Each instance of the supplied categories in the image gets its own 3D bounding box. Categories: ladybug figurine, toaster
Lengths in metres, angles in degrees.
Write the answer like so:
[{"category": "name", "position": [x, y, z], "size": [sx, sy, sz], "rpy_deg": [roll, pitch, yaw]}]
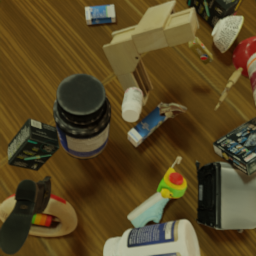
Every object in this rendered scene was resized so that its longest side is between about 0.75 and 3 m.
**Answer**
[{"category": "ladybug figurine", "position": [-2.952, 2.787, 9.325], "size": [2.593, 1.760, 0.933], "rpy_deg": [20, 32, -17]}, {"category": "toaster", "position": [3.127, 2.145, 9.230], "size": [1.373, 2.092, 2.314], "rpy_deg": [5, 76, -3]}]

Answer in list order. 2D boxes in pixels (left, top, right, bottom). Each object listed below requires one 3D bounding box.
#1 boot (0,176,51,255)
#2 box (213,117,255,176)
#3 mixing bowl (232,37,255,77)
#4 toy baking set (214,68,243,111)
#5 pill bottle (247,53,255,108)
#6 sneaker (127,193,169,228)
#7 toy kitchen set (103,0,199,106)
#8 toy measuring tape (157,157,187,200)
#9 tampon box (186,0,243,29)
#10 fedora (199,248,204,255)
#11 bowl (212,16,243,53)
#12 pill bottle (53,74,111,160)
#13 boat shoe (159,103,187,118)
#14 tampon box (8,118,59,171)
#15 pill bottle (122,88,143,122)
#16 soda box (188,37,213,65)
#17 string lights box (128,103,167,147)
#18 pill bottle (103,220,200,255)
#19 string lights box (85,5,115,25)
[{"category": "boot", "position": [-2.494, 2.177, 7.306], "size": [0.664, 1.671, 1.919], "rpy_deg": [15, 77, 4]}, {"category": "box", "position": [3.823, 0.437, 8.436], "size": [1.960, 1.558, 0.451], "rpy_deg": [-30, 118, -9]}, {"category": "mixing bowl", "position": [5.014, -2.890, 10.903], "size": [1.676, 0.908, 1.676], "rpy_deg": [-1, 84, 11]}, {"category": "toy baking set", "position": [2.935, -1.173, 8.273], "size": [0.192, 1.268, 1.652], "rpy_deg": [35, 60, 12]}, {"category": "pill bottle", "position": [4.086, -0.996, 7.626], "size": [1.258, 1.258, 2.203], "rpy_deg": [0, 65, 0]}, {"category": "sneaker", "position": [0.976, 2.831, 9.788], "size": [1.966, 0.727, 0.805], "rpy_deg": [-36, 84, 1]}, {"category": "toy kitchen set", "position": [0.994, -2.190, 8.151], "size": [2.391, 2.157, 1.951], "rpy_deg": [-7, 39, 27]}, {"category": "toy measuring tape", "position": [1.277, 1.315, 7.235], "size": [0.652, 1.772, 0.652], "rpy_deg": [11, 115, 23]}, {"category": "tampon box", "position": [3.536, -5.253, 11.421], "size": [1.164, 1.382, 1.844], "rpy_deg": [-40, 79, -9]}, {"category": "fedora", "position": [1.213, 4.579, 9.089], "size": [2.706, 1.104, 2.706], "rpy_deg": [-1, 75, 2]}, {"category": "bowl", "position": [3.747, -3.768, 10.946], "size": [0.701, 1.494, 1.494], "rpy_deg": [23, 77, -3]}, {"category": "pill bottle", "position": [-1.313, -0.243, 8.188], "size": [1.605, 2.870, 1.605], "rpy_deg": [3, 64, -6]}, {"category": "boat shoe", "position": [1.408, -0.516, 8.900], "size": [0.477, 1.259, 0.452], "rpy_deg": [15, 87, -23]}, {"category": "tampon box", "position": [-2.492, 0.469, 7.350], "size": [1.132, 0.848, 0.715], "rpy_deg": [-43, 45, 26]}, {"category": "pill bottle", "position": [0.104, -0.589, 7.167], "size": [0.500, 0.500, 0.882], "rpy_deg": [8, 43, 2]}, {"category": "soda box", "position": [2.473, -2.609, 9.542], "size": [0.343, 1.013, 0.324], "rpy_deg": [-28, 44, 34]}, {"category": "string lights box", "position": [0.750, -0.099, 10.382], "size": [1.708, 0.877, 0.503], "rpy_deg": [-42, 80, -10]}, {"category": "pill bottle", "position": [0.555, 3.094, 6.999], "size": [2.222, 1.234, 1.234], "rpy_deg": [-17, 75, 21]}, {"category": "string lights box", "position": [-1.177, -4.784, 11.834], "size": [1.220, 0.360, 0.627], "rpy_deg": [-6, 76, -1]}]
